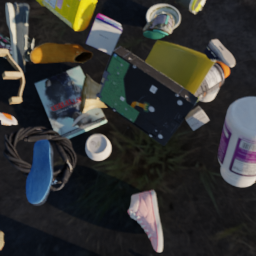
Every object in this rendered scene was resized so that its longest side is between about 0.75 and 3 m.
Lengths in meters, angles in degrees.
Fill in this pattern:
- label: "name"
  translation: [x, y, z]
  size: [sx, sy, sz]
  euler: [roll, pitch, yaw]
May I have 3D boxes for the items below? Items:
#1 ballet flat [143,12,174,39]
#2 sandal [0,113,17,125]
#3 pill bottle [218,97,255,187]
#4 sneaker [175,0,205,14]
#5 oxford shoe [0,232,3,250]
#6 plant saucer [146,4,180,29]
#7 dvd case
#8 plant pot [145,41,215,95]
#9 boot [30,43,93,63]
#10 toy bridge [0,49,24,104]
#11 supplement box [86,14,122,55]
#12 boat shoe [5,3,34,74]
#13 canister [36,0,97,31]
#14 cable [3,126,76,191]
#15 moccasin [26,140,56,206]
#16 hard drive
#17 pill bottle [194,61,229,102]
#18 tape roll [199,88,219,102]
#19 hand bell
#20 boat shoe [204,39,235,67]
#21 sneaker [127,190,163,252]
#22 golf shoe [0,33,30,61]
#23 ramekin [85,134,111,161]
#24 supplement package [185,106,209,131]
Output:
- label: "ballet flat"
  translation: [1.009, -3.322, 9.069]
  size: [0.779, 2.166, 0.779]
  euler: [-2, 104, -8]
- label: "sandal"
  translation: [-3.575, -0.252, 7.907]
  size: [0.237, 0.828, 0.317]
  euler: [-49, 40, 22]
- label: "pill bottle"
  translation: [3.199, 0.505, 7.546]
  size: [1.397, 2.489, 1.397]
  euler: [-3, 47, 4]
- label: "sneaker"
  translation: [2.374, -4.856, 10.367]
  size: [0.933, 0.821, 2.206]
  euler: [26, 33, 8]
- label: "oxford shoe"
  translation: [-2.816, 2.602, 6.045]
  size: [0.265, 0.281, 0.751]
  euler: [-19, 56, 19]
- label: "plant saucer"
  translation: [1.631, -5.094, 13.191]
  size: [1.608, 0.404, 1.608]
  euler: [0, 67, 1]
- label: "dvd case"
  translation: [-2.396, -1.041, 11.534]
  size: [2.101, 0.317, 2.878]
  euler: [-23, 70, -9]
- label: "plant pot"
  translation: [1.447, -1.765, 9.237]
  size: [1.835, 2.080, 2.080]
  euler: [31, 108, 3]
- label: "boot"
  translation: [-2.331, -2.578, 9.900]
  size: [1.904, 0.670, 1.363]
  euler: [-26, 41, -34]
- label: "toy bridge"
  translation: [-3.299, -1.496, 8.011]
  size: [0.553, 0.224, 1.644]
  euler: [-11, 81, -47]
- label: "supplement box"
  translation: [-0.847, -3.385, 10.016]
  size: [0.953, 0.973, 1.883]
  euler: [22, 23, -13]
- label: "boat shoe"
  translation: [-3.737, -3.068, 9.849]
  size: [0.781, 2.526, 0.946]
  euler: [-12, 38, -26]
- label: "canister"
  translation: [-2.049, -4.290, 9.204]
  size: [1.937, 1.439, 0.838]
  euler: [41, 39, 14]
- label: "cable"
  translation: [-2.484, 0.686, 8.026]
  size: [2.147, 0.545, 1.752]
  euler: [34, 47, -13]
- label: "moccasin"
  translation: [-1.800, 0.972, 6.060]
  size: [0.601, 0.509, 1.494]
  euler: [0, 55, 1]
- label: "hard drive"
  translation: [0.421, -0.842, 7.859]
  size: [2.565, 1.792, 0.485]
  euler: [34, 43, 7]
- label: "pill bottle"
  translation: [2.515, -1.578, 9.414]
  size: [1.840, 0.977, 0.977]
  euler: [-33, 71, -15]
- label: "tape roll"
  translation: [3.235, -1.606, 11.601]
  size: [0.906, 0.622, 0.906]
  euler: [0, 67, 0]
- label: "hand bell"
  translation: [-0.336, -1.119, 11.099]
  size: [2.892, 1.506, 1.506]
  euler: [7, 66, -17]
- label: "boat shoe"
  translation: [2.372, -1.854, 7.317]
  size: [0.352, 0.437, 0.943]
  euler: [-15, 65, -28]
- label: "sneaker"
  translation: [0.542, 3.176, 9.513]
  size: [1.059, 0.762, 2.026]
  euler: [-5, 61, -5]
- label: "golf shoe"
  translation: [-5.101, -3.329, 12.375]
  size: [1.988, 0.767, 0.876]
  euler: [33, 88, 18]
- label: "ramekin"
  translation: [-1.161, 0.711, 10.681]
  size: [0.991, 0.520, 0.991]
  euler: [0, 67, 0]
- label: "supplement package"
  translation: [2.157, -0.312, 8.874]
  size: [0.585, 0.752, 0.417]
  euler: [-35, 98, 13]
